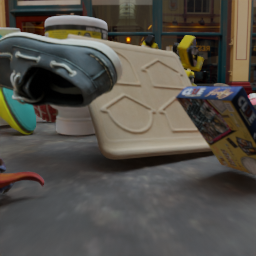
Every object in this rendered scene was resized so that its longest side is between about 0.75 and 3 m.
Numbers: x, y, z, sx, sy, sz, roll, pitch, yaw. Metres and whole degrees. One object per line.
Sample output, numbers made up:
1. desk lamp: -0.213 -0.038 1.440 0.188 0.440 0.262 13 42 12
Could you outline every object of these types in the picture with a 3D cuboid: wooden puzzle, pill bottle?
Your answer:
1. wooden puzzle: 0.233 -0.476 4.479 2.149 2.321 0.537 -1 -36 -33
2. pill bottle: -1.090 -1.077 6.033 1.302 2.339 1.302 1 11 0

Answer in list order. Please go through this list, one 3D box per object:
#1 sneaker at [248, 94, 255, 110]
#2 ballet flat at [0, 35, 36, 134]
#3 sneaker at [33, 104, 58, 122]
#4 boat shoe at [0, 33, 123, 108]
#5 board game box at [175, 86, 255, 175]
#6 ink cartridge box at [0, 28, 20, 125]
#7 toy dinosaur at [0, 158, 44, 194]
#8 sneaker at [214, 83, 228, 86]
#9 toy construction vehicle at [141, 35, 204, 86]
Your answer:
1. sneaker: 1.648 -0.171 3.769 0.618 0.727 1.677 0 -14 18
2. ballet flat: -2.800 -0.920 6.164 0.819 2.444 0.817 -21 1 20
3. sneaker: -1.868 -0.583 8.551 2.137 0.832 0.878 6 6 -17
4. boat shoe: -1.152 -0.649 3.427 2.195 0.799 0.678 8 48 28
5. board game box: 1.011 0.044 2.778 0.184 1.066 0.722 -47 26 -15
6. ink cartridge box: -3.489 -1.252 7.016 1.688 2.312 0.974 -8 15 -26
7. toy dinosaur: -1.222 0.381 2.235 0.806 0.423 0.731 -11 -5 7
8. sneaker: 1.817 -0.495 6.578 1.355 0.477 0.512 -43 29 1
9. toy construction vehicle: 1.090 -1.623 6.761 1.566 0.634 1.799 20 -17 30
